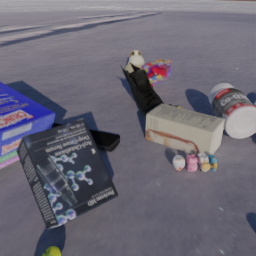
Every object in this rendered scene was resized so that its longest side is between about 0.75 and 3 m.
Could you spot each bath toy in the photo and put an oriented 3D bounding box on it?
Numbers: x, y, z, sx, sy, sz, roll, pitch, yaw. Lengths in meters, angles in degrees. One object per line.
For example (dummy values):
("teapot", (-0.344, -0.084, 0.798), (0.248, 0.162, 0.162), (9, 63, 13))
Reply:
("bath toy", (1.405, 0.776, 5.967), (0.925, 0.342, 0.402), (-1, 27, -4))

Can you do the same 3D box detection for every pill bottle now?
("pill bottle", (2.725, -0.517, 7.348), (0.902, 0.902, 1.583), (-2, 33, -4))

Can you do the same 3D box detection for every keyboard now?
("keyboard", (-1.356, 0.313, 7.006), (2.161, 0.223, 1.373), (9, 22, 20))

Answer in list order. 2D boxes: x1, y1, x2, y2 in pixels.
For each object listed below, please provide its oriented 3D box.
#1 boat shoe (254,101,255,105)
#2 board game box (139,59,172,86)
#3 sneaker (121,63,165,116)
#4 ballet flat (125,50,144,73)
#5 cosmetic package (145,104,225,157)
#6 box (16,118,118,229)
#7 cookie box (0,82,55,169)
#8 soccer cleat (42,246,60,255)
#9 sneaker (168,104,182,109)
("boat shoe", (4.472, -0.754, 8.147), (1.485, 0.448, 0.549), (-17, 8, 41))
("board game box", (0.971, -1.867, 10.261), (1.334, 1.688, 0.329), (-15, 69, -1))
("sneaker", (0.429, -1.258, 8.833), (0.703, 1.221, 2.342), (-24, 29, -5))
("ballet flat", (0.336, -3.040, 12.823), (0.893, 0.893, 2.571), (0, 27, 1))
("cosmetic package", (1.372, 0.043, 6.937), (1.713, 0.747, 0.885), (18, 32, 32))
("box", (-1.040, 0.746, 4.687), (1.087, 1.465, 0.784), (-20, -10, -34))
("cookie box", (-3.464, -0.265, 6.048), (2.763, 1.038, 2.364), (29, 25, 15))
("soccer cleat", (-1.096, 1.805, 3.573), (0.284, 0.367, 0.877), (15, 22, 10))
("sneaker", (1.518, -0.444, 8.256), (0.956, 0.405, 0.356), (14, 31, 25))
